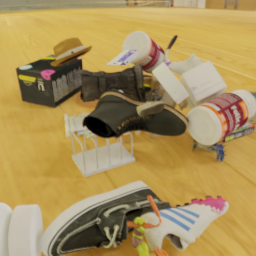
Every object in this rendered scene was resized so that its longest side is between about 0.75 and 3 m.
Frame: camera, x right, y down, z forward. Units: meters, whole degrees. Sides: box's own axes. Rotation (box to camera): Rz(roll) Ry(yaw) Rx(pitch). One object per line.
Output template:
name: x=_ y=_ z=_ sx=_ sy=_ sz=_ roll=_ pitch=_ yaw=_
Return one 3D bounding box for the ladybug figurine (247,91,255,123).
ladybug figurine: x=5.099 y=-0.841 z=11.424 sx=1.584 sy=0.840 sz=2.334 roll=22 pitch=36 yaw=34

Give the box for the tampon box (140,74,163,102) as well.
tampon box: x=0.714 y=-1.642 z=12.643 sx=1.247 sy=1.050 sz=1.664 roll=22 pitch=36 yaw=33

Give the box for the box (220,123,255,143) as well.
box: x=3.841 y=0.067 z=10.410 sx=1.527 sy=0.265 sz=0.840 roll=-15 pitch=33 yaw=-25

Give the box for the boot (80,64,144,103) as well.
boot: x=-0.637 y=-1.322 z=10.517 sx=2.328 sy=2.674 sz=0.926 roll=-11 pitch=53 yaw=-7

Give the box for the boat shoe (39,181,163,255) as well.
boat shoe: x=-0.410 y=2.036 z=6.109 sx=2.926 sy=1.035 sz=0.932 roll=-18 pitch=38 yaw=-36

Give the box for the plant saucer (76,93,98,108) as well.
plant saucer: x=-1.430 y=-1.488 z=13.071 sx=1.968 sy=0.368 sz=1.968 roll=0 pitch=30 yaw=0

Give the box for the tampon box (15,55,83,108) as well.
tampon box: x=-3.561 y=-2.290 z=13.210 sx=1.922 sy=1.619 sz=2.564 roll=12 pitch=32 yaw=20

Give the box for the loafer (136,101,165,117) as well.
loafer: x=0.622 y=-0.584 z=7.810 sx=0.922 sy=0.349 sz=0.315 roll=-16 pitch=45 yaw=-31

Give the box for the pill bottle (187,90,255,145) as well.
pill bottle: x=3.003 y=-0.400 z=8.849 sx=2.171 sy=1.239 sz=1.239 roll=-25 pitch=38 yaw=-31

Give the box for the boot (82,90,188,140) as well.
boot: x=0.236 y=-0.039 z=8.114 sx=2.832 sy=1.097 sz=1.959 roll=16 pitch=30 yaw=9

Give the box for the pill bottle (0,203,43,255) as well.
pill bottle: x=-3.070 y=2.208 z=5.471 sx=2.533 sy=1.388 sz=1.388 roll=-3 pitch=30 yaw=-7

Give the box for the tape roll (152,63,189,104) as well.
tape roll: x=1.275 y=-1.327 z=8.401 sx=0.450 sy=1.287 sz=1.287 roll=-38 pitch=28 yaw=12

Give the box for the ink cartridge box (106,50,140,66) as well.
ink cartridge box: x=-0.195 y=-2.490 z=10.198 sx=1.003 sy=0.218 sz=0.993 roll=-41 pitch=30 yaw=-17

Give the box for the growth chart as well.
growth chart: x=-1.077 y=-0.145 z=10.804 sx=2.879 sy=0.255 sz=2.083 roll=-4 pitch=30 yaw=-7

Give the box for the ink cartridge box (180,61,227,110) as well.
ink cartridge box: x=2.579 y=-1.373 z=9.869 sx=1.135 sy=1.542 sz=1.116 roll=-28 pitch=74 yaw=1

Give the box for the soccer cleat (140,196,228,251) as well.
soccer cleat: x=1.356 y=2.171 z=6.337 sx=2.356 sy=0.823 sz=1.017 roll=-1 pitch=64 yaw=-25

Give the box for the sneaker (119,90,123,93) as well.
sneaker: x=-0.254 y=-0.878 z=10.000 sx=0.477 sy=1.307 sz=0.463 roll=-30 pitch=70 yaw=-8

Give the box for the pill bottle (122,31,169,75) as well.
pill bottle: x=0.868 y=-3.244 z=12.609 sx=1.349 sy=1.349 sz=2.363 roll=20 pitch=3 yaw=31

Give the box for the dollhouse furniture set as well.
dollhouse furniture set: x=1.142 y=-1.170 z=10.486 sx=1.211 sy=1.418 sz=2.736 roll=-6 pitch=53 yaw=-14

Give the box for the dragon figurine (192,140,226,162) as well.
dragon figurine: x=2.780 y=0.369 z=9.494 sx=1.088 sy=0.644 sz=2.188 roll=7 pitch=30 yaw=13

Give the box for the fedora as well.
fedora: x=-2.183 y=-2.871 z=10.346 sx=1.686 sy=0.688 sz=1.686 roll=-24 pitch=11 yaw=5

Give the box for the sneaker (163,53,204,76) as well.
sneaker: x=2.335 y=-2.637 z=11.540 sx=1.749 sy=1.011 sz=0.644 roll=29 pitch=19 yaw=19

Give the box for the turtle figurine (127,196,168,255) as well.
turtle figurine: x=0.024 y=2.631 z=5.177 sx=2.030 sy=0.811 sz=2.517 roll=-11 pitch=58 yaw=-5

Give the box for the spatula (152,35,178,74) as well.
spatula: x=1.460 y=-2.738 z=10.306 sx=0.582 sy=0.212 sz=2.061 roll=-3 pitch=54 yaw=43

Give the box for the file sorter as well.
file sorter: x=-0.800 y=0.564 z=8.699 sx=1.698 sy=1.058 sz=1.179 roll=-14 pitch=31 yaw=-24
